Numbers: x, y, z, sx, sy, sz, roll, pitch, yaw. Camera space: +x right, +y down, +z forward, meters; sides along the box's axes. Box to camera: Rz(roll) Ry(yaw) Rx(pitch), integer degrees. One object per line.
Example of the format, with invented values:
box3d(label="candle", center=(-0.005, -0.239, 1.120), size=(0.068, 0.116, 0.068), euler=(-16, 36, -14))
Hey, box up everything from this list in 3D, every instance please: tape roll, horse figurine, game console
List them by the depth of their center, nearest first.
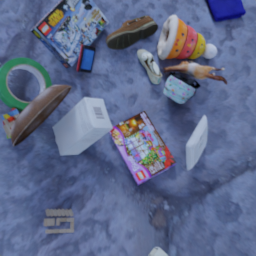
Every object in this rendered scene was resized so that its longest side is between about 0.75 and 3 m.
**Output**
box3d(label="tape roll", center=(-3.685, -1.526, 9.970), size=(1.880, 0.452, 1.880), euler=(6, 80, -38))
box3d(label="horse figurine", center=(2.573, -2.114, 10.379), size=(1.467, 0.553, 2.214), euler=(-16, 34, -40))
box3d(label="game console", center=(-1.557, -2.574, 10.548), size=(0.604, 0.877, 1.018), euler=(9, 104, -14))

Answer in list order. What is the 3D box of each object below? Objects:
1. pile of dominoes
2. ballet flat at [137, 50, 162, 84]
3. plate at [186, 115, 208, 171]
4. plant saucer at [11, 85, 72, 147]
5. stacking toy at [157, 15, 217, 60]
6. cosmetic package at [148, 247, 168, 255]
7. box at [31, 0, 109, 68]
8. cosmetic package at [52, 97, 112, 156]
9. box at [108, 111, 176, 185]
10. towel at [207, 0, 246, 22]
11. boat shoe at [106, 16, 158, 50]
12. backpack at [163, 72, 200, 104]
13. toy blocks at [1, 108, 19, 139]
box3d(label="pile of dominoes", center=(-2.211, 2.990, 8.996), size=(0.950, 0.151, 0.741), euler=(2, 67, -8))
box3d(label="ballet flat", center=(0.897, -2.526, 10.986), size=(0.589, 0.545, 1.747), euler=(-18, 69, -21))
box3d(label="plate", center=(2.267, 0.524, 9.069), size=(0.228, 1.410, 1.407), euler=(20, 57, 28))
box3d(label="plant saucer", center=(-2.679, -0.484, 8.375), size=(0.449, 2.453, 2.453), euler=(42, 72, -7))
box3d(label="stacking toy", center=(2.435, -3.278, 10.951), size=(2.309, 1.687, 1.687), euler=(11, 67, -11))
box3d(label="cosmetic package", center=(1.502, 4.552, 7.653), size=(2.611, 1.373, 0.928), euler=(40, 73, 13))
box3d(label="box", center=(-2.155, -3.941, 10.861), size=(1.864, 0.543, 2.723), euler=(48, 63, -29))
box3d(label="cosmetic package", center=(-1.550, 0.007, 9.182), size=(0.818, 2.017, 1.138), euler=(1, 63, -46))
box3d(label="box", center=(0.457, 0.666, 9.679), size=(1.496, 0.428, 2.187), euler=(-28, 73, -9))
box3d(label="towel", center=(4.202, -5.532, 12.326), size=(1.402, 0.470, 1.899), euler=(-12, 68, 2))
box3d(label="boat shoe", center=(0.046, -3.916, 11.454), size=(2.326, 0.837, 0.791), euler=(-24, 67, -18))
box3d(label="backpack", center=(1.856, -1.407, 10.025), size=(1.241, 1.487, 0.941), euler=(25, 104, 11))
box3d(label="toy blocks", center=(-3.961, -0.160, 9.558), size=(0.637, 1.274, 0.871), euler=(-34, 104, -43))
